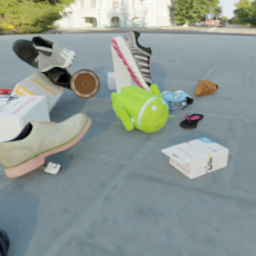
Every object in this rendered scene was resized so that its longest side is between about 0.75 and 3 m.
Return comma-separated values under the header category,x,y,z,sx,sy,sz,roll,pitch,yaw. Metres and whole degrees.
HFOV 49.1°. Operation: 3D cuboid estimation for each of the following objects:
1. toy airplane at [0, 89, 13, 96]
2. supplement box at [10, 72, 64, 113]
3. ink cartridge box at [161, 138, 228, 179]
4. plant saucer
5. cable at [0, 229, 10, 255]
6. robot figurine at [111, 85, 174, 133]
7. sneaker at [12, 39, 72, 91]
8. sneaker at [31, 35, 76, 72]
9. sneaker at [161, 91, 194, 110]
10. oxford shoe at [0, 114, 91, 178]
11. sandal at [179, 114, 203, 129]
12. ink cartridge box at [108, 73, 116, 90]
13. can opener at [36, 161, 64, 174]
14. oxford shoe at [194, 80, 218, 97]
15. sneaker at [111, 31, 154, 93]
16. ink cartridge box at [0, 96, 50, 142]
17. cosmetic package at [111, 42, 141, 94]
category,x,y,z,sx,sy,sz,roll,pitch,yaw
toy airplane,-5.656,-1.453,12.543,1.644,0.302,1.644,2,23,-1
supplement box,-3.314,-1.199,10.361,1.338,0.781,2.124,35,18,-12
ink cartridge box,1.645,0.763,7.030,1.494,0.507,0.860,-12,26,-27
plant saucer,-1.647,-1.682,10.718,1.154,1.154,0.211,-3,6,-6
cable,-2.727,2.075,3.888,2.174,0.552,1.774,-18,29,-37
robot figurine,0.410,-0.621,9.210,2.104,1.217,1.846,30,50,33
sneaker,-2.970,-2.294,10.761,1.469,0.846,2.817,42,6,40
sneaker,-2.759,-2.507,9.125,2.109,0.791,1.218,2,-23,40
sneaker,1.903,-1.056,11.089,1.887,0.739,0.849,-20,33,-38
oxford shoe,-1.960,0.145,6.917,0.920,0.959,2.599,-4,25,42
sandal,2.234,-0.333,9.819,0.596,0.358,1.587,12,26,27
ink cartridge box,-0.217,-2.434,14.373,1.610,0.679,1.175,-3,23,-8
can opener,-2.027,0.970,6.921,0.951,0.316,0.250,10,57,29
oxford shoe,3.647,-1.836,12.963,0.736,0.736,2.065,21,29,30
sneaker,0.475,-2.231,9.568,1.058,2.420,0.892,-36,23,-4
ink cartridge box,-4.032,-0.135,8.242,2.885,1.216,2.088,1,23,3
cosmetic package,0.026,-2.259,11.270,0.670,2.593,1.955,2,28,17
